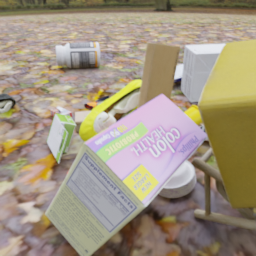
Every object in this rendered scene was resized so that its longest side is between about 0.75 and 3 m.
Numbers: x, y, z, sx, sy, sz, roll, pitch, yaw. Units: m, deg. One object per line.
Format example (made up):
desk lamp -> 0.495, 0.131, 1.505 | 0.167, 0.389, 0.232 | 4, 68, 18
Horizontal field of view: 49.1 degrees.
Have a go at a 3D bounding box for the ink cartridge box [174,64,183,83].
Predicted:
ink cartridge box -> 2.867, -2.846, 14.783 | 2.039, 0.415, 2.043 | -15, 26, 10

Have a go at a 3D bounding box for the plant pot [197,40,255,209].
plant pot -> 2.723, -0.183, 4.431 | 2.279, 2.213, 2.228 | -5, 34, 35

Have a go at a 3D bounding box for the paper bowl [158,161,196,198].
paper bowl -> 1.161, 1.218, 7.320 | 1.160, 0.603, 1.160 | -11, 30, 6

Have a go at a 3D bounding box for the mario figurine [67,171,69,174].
mario figurine -> -0.861, 1.320, 7.570 | 1.678, 0.889, 1.036 | -7, -14, -31

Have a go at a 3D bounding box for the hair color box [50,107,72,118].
hair color box -> -2.700, -0.573, 11.272 | 0.819, 0.262, 0.454 | 20, 35, 35

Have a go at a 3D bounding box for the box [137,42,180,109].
box -> 0.955, -1.210, 9.130 | 0.315, 2.958, 2.418 | 17, 19, 23

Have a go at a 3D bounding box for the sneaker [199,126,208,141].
sneaker -> 3.018, 0.321, 9.304 | 1.767, 0.716, 0.664 | 12, 64, 54

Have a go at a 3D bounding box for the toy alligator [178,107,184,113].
toy alligator -> 1.937, -0.467, 10.336 | 0.386, 0.421, 1.421 | 6, 18, -2

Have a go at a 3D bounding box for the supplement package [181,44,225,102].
supplement package -> 4.100, -2.569, 12.869 | 2.874, 2.238, 1.593 | -4, 28, -7

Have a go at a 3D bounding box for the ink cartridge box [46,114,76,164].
ink cartridge box -> -1.988, 0.332, 8.659 | 0.538, 1.050, 1.421 | 10, 20, -34

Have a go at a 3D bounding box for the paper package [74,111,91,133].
paper package -> -1.509, -0.254, 10.434 | 0.947, 0.490, 0.902 | -5, 29, -8

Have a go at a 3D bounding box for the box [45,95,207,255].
box -> -0.094, 0.972, 5.595 | 1.283, 2.654, 2.334 | 45, 44, 10

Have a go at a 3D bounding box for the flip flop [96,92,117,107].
flip flop -> -0.338, -1.056, 10.187 | 1.844, 0.531, 0.748 | -18, 31, -27

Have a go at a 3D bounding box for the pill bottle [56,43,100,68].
pill bottle -> -3.042, -4.432, 17.135 | 2.576, 1.499, 1.499 | -4, 29, -10

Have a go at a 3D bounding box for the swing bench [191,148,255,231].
swing bench -> 3.193, 1.075, 6.142 | 2.621, 1.700, 2.607 | 16, 39, 38

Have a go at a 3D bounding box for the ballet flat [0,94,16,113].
ballet flat -> -5.453, -0.775, 11.106 | 0.843, 0.838, 2.465 | 19, 33, 16

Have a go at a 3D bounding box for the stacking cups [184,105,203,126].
stacking cups -> 1.313, 0.151, 8.775 | 2.324, 0.703, 0.703 | -32, 37, -13

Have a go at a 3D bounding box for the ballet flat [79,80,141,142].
ballet flat -> -0.424, -0.516, 9.190 | 2.879, 0.962, 0.965 | -41, 27, -4

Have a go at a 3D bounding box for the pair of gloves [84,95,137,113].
pair of gloves -> -0.104, -0.963, 11.009 | 2.421, 0.336, 2.717 | -24, 27, -36
